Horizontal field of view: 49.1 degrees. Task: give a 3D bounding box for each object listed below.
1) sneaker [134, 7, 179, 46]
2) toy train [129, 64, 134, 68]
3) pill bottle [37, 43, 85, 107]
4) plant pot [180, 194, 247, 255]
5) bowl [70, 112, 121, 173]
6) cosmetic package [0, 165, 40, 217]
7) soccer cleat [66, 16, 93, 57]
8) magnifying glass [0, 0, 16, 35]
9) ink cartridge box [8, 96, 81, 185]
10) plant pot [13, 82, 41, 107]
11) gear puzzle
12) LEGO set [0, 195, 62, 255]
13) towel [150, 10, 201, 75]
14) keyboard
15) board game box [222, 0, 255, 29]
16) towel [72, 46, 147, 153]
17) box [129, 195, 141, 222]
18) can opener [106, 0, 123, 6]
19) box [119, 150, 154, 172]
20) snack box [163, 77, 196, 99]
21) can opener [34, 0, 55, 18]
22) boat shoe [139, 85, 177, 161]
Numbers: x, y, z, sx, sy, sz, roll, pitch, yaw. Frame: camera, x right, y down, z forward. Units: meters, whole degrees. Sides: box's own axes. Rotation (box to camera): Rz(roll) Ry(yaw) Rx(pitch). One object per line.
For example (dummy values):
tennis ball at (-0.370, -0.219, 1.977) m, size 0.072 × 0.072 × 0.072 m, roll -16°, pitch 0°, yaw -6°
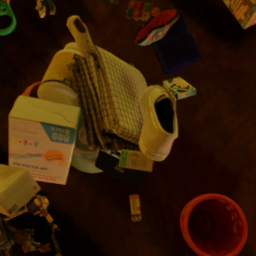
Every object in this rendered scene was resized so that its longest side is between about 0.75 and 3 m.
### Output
sneaker at (0.834, -2.819, 7.847) m, size 1.414 × 0.675 × 0.561 m, roll -27°, pitch 77°, yaw 32°
toy train at (0.240, -1.874, 9.712) m, size 0.175 × 0.236 × 0.837 m, roll -26°, pitch 81°, yaw 8°
pill bottle at (-1.890, -1.643, 8.801) m, size 1.257 × 1.257 × 2.245 m, roll 9°, pitch 53°, yaw 2°
plant pot at (2.255, 2.736, 7.910) m, size 1.668 × 1.519 × 1.668 m, roll 0°, pitch 75°, yaw -1°
bowl at (-1.136, 0.276, 8.781) m, size 2.157 × 1.128 × 2.157 m, roll 0°, pitch 74°, yaw -1°
cosmetic package at (-3.111, 1.432, 6.792) m, size 1.858 × 0.688 × 0.944 m, roll -2°, pitch 33°, yaw 39°
soccer cleat at (-1.284, -2.549, 8.078) m, size 0.476 × 0.532 × 1.372 m, roll -44°, pitch 118°, yaw -27°
magnifying glass at (-4.649, -4.532, 10.526) m, size 0.902 × 0.254 × 2.266 m, roll -1°, pitch 74°, yaw 0°
ink cartridge box at (-2.274, 0.598, 7.484) m, size 1.550 × 2.693 × 0.914 m, roll 11°, pitch 40°, yaw -10°
plant pot at (-2.933, -0.648, 8.924) m, size 0.988 × 1.411 × 1.411 m, roll -12°, pitch 72°, yaw 31°
gear puzzle at (0.383, -3.095, 7.401) m, size 0.975 × 0.128 × 0.505 m, roll 20°, pitch 93°, yaw 26°
LEGO set at (-2.950, 3.303, 7.647) m, size 2.295 × 1.729 × 2.985 m, roll -16°, pitch 76°, yaw -4°
towel at (1.447, -2.848, 9.310) m, size 1.382 × 0.464 × 1.871 m, roll -25°, pitch 85°, yaw 14°
keyboard at (-0.180, 1.060, 7.996) m, size 1.515 × 0.300 × 0.789 m, roll 24°, pitch 108°, yaw 13°
board game box at (4.511, -4.920, 10.255) m, size 1.547 × 0.940 × 1.940 m, roll -27°, pitch 76°, yaw -7°
towel at (-0.271, -0.627, 8.161) m, size 1.277 × 2.471 × 2.984 m, roll -29°, pitch 63°, yaw 27°
box at (0.221, 2.478, 8.667) m, size 0.288 × 0.192 × 0.766 m, roll -5°, pitch 75°, yaw -1°
can opener at (-0.676, -4.097, 8.307) m, size 0.423 × 1.336 × 0.525 m, roll 48°, pitch 116°, yaw 46°
box at (0.219, 0.799, 6.988) m, size 0.801 × 0.907 × 0.439 m, roll 9°, pitch 85°, yaw 2°
snack box at (1.345, -1.064, 7.427) m, size 0.515 × 0.164 × 0.887 m, roll -17°, pitch 35°, yaw -13°
can opener at (-3.312, -5.035, 10.595) m, size 0.656 × 0.520 × 1.975 m, roll -9°, pitch 74°, yaw -39°
boat shoe at (0.822, -0.439, 7.154) m, size 1.020 × 0.970 × 2.833 m, roll 28°, pitch 36°, yaw -7°
